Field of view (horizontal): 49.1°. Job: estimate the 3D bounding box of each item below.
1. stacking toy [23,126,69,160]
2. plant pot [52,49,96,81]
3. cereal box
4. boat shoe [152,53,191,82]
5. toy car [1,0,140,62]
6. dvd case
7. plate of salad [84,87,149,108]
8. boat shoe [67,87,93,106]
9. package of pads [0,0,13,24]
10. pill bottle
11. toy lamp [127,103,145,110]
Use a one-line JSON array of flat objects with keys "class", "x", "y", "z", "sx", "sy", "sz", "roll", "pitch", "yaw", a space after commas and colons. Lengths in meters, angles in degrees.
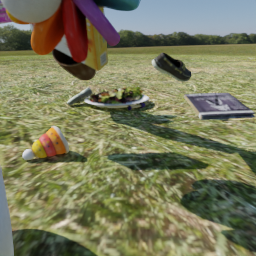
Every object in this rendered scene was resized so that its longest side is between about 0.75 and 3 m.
[{"class": "stacking toy", "x": -1.985, "y": 0.476, "z": 6.621, "sx": 1.015, "sy": 0.741, "sz": 0.741, "roll": -30, "pitch": 30, "yaw": -23}, {"class": "plant pot", "x": -1.761, "y": -2.452, "z": 10.281, "sx": 1.491, "sy": 1.491, "sz": 1.596, "roll": 4, "pitch": -21, "yaw": 11}, {"class": "cereal box", "x": -1.961, "y": -3.181, "z": 8.443, "sx": 2.930, "sy": 2.108, "sz": 0.579, "roll": 29, "pitch": 61, "yaw": 20}, {"class": "boat shoe", "x": 1.756, "y": -2.233, "z": 10.355, "sx": 1.882, "sy": 0.567, "sz": 0.671, "roll": 12, "pitch": 52, "yaw": -36}, {"class": "toy car", "x": -0.819, "y": -2.074, "z": 4.754, "sx": 2.280, "sy": 1.709, "sz": 1.995, "roll": -29, "pitch": 7, "yaw": 8}, {"class": "dvd case", "x": 2.005, "y": -0.524, "z": 6.385, "sx": 1.125, "sy": 0.121, "sz": 1.513, "roll": -3, "pitch": 23, "yaw": -2}, {"class": "plate of salad", "x": -0.490, "y": -1.376, "z": 11.948, "sx": 2.741, "sy": 0.658, "sz": 2.741, "roll": -1, "pitch": 18, "yaw": 0}, {"class": "boat shoe", "x": -2.019, "y": -1.276, "z": 11.931, "sx": 1.298, "sy": 0.388, "sz": 0.464, "roll": -41, "pitch": 17, "yaw": -34}, {"class": "package of pads", "x": -2.925, "y": -2.970, "z": 6.658, "sx": 1.442, "sy": 0.869, "sz": 0.546, "roll": -11, "pitch": 45, "yaw": -3}, {"class": "pill bottle", "x": -2.833, "y": 1.075, "z": 2.877, "sx": 2.896, "sy": 1.607, "sz": 1.607, "roll": -9, "pitch": 20, "yaw": -28}, {"class": "toy lamp", "x": 0.349, "y": -0.859, "z": 11.134, "sx": 0.776, "sy": 0.226, "sz": 0.226, "roll": -13, "pitch": 22, "yaw": -36}]
